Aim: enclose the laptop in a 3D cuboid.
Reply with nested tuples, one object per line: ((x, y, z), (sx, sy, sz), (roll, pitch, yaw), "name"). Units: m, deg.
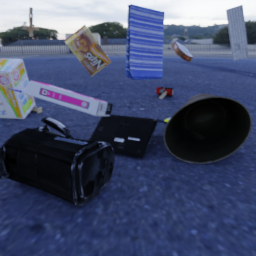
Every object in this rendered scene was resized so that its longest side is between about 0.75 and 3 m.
((0.075, 0.245, 10.151), (2.200, 1.282, 2.483), (6, 52, 26), "laptop")

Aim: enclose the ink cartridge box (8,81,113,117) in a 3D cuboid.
((-2.076, -0.977, 8.884), (2.980, 0.553, 1.411), (15, 5, 10), "ink cartridge box")

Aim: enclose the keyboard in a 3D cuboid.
((2.922, -2.495, 7.479), (0.417, 1.483, 0.079), (-16, 36, 13), "keyboard")

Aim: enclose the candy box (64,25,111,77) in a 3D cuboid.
((-1.797, -3.456, 12.713), (1.168, 2.024, 0.560), (-35, 44, 5), "candy box")

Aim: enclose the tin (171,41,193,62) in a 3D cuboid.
((2.856, -4.053, 14.825), (0.998, 0.373, 1.782), (19, 33, -20), "tin")

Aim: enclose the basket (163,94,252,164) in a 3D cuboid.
((2.600, -0.225, 9.461), (2.551, 1.924, 2.829), (-22, 7, 18), "basket")

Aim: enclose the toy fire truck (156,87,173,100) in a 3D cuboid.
((2.113, -2.136, 17.236), (1.018, 0.744, 1.157), (12, 12, 31), "toy fire truck")

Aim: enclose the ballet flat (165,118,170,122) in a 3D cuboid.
((2.014, -0.288, 11.974), (0.384, 0.385, 1.148), (-16, 24, -39), "ballet flat")

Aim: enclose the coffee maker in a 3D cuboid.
((-1.846, 0.986, 6.850), (2.362, 1.591, 2.268), (10, 43, 31), "coffee maker")

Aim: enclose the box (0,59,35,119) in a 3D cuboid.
((-5.324, -1.762, 12.741), (1.226, 2.418, 1.360), (3, 36, 8), "box")

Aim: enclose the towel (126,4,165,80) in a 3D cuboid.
((0.727, -3.219, 10.812), (1.954, 2.699, 0.322), (-8, 14, -41), "towel")

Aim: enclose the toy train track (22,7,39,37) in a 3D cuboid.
((-4.535, -4.938, 13.112), (0.746, 1.301, 0.212), (2, 11, -6), "toy train track")

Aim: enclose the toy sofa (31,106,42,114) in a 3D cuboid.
((-4.711, -0.979, 14.071), (0.760, 0.371, 0.315), (9, 20, 27), "toy sofa")
